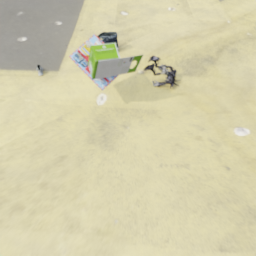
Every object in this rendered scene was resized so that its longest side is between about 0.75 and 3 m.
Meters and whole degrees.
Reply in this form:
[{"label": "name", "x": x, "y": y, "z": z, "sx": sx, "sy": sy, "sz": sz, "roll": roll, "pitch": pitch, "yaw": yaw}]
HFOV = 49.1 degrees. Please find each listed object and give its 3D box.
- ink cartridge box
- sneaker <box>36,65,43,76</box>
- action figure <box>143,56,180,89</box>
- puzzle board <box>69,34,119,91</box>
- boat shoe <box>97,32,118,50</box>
[{"label": "ink cartridge box", "x": -0.483, "y": -2.429, "z": 10.064, "sx": 1.740, "sy": 1.286, "sz": 0.659, "roll": -13, "pitch": 75, "yaw": -17}, {"label": "sneaker", "x": -4.294, "y": -2.905, "z": 13.536, "sx": 0.297, "sy": 0.457, "sz": 0.792, "roll": -17, "pitch": 49, "yaw": -16}, {"label": "action figure", "x": 1.538, "y": -2.445, "z": 12.659, "sx": 0.946, "sy": 1.853, "sz": 1.101, "roll": -4, "pitch": 61, "yaw": 50}, {"label": "puzzle board", "x": -1.158, "y": -2.566, "z": 10.888, "sx": 1.391, "sy": 0.161, "sz": 1.846, "roll": -44, "pitch": 91, "yaw": -8}, {"label": "boat shoe", "x": -1.628, "y": -4.282, "z": 14.441, "sx": 2.349, "sy": 1.066, "sz": 0.831, "roll": -18, "pitch": 49, "yaw": -17}]
